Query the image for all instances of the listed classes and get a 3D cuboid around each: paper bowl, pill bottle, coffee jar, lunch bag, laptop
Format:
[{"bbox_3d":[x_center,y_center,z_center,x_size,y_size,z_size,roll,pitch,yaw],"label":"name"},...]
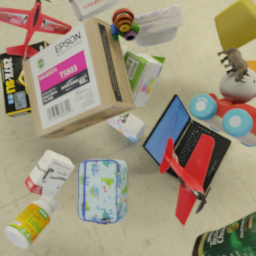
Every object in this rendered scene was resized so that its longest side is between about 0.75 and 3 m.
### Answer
[{"bbox_3d":[0.824,-3.251,9.098,1.903,1.903,0.990,-19,112,-7],"label":"paper bowl"},{"bbox_3d":[-2.395,2.326,7.125,0.709,0.709,1.277,30,45,11],"label":"pill bottle"},{"bbox_3d":[2.608,2.917,6.858,0.965,2.262,1.179,46,37,-1],"label":"coffee jar"},{"bbox_3d":[-0.610,1.429,6.383,1.151,0.590,1.431,-2,82,27],"label":"lunch bag"},{"bbox_3d":[2.098,0.546,9.518,2.565,1.324,2.273,30,73,11],"label":"laptop"}]

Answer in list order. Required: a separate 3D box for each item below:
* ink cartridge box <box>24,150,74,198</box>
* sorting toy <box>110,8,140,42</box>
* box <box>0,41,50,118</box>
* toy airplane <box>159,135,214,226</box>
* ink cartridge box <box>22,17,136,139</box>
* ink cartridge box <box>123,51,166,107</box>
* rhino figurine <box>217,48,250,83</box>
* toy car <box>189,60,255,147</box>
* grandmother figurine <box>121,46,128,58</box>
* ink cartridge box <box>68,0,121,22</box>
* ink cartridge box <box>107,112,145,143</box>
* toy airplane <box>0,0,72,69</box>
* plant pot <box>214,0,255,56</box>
[{"bbox_3d":[-1.705,1.020,6.114,0.886,0.650,0.367,-55,44,3],"label":"ink cartridge box"},{"bbox_3d":[-0.085,-2.338,6.730,0.670,1.116,0.458,-14,71,13],"label":"sorting toy"},{"bbox_3d":[-3.214,-1.558,9.108,1.715,0.530,2.148,-13,79,13],"label":"box"},{"bbox_3d":[1.296,1.044,6.697,0.432,2.351,2.351,7,68,-16],"label":"toy airplane"},{"bbox_3d":[-1.387,-1.144,7.364,2.760,1.037,2.274,-21,79,31],"label":"ink cartridge box"},{"bbox_3d":[0.517,-1.341,7.920,0.696,1.357,1.836,40,31,30],"label":"ink cartridge box"},{"bbox_3d":[2.844,-1.655,7.416,0.562,0.384,1.284,-23,51,16],"label":"rhino figurine"},{"bbox_3d":[3.146,-0.848,7.814,1.977,2.061,2.236,32,97,35],"label":"toy car"},{"bbox_3d":[-0.734,-2.757,11.230,1.709,0.518,1.037,-32,81,-9],"label":"grandmother figurine"},{"bbox_3d":[-1.266,-4.547,8.444,1.528,0.880,2.094,-30,107,-10],"label":"ink cartridge box"},{"bbox_3d":[-0.231,-0.261,10.015,1.657,0.954,0.562,35,73,12],"label":"ink cartridge box"},{"bbox_3d":[-2.713,-2.669,7.837,2.188,2.188,0.403,-26,53,-10],"label":"toy airplane"},{"bbox_3d":[3.513,-3.325,8.862,1.205,1.366,1.366,55,42,-11],"label":"plant pot"}]
